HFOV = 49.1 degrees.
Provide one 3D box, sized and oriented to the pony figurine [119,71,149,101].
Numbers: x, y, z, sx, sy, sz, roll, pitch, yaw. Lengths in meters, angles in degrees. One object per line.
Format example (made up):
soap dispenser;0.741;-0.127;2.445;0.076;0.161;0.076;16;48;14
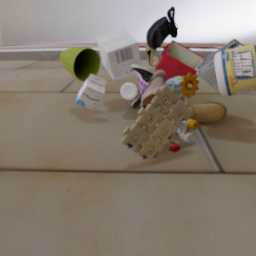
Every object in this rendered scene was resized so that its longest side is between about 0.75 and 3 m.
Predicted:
pony figurine;0.788;-1.806;12.452;1.789;1.543;1.853;37;33;6

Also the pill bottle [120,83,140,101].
pill bottle;0.122;-1.487;11.626;0.698;0.698;1.236;3;5;8

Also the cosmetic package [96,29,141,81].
cosmetic package;-0.402;-3.253;12.359;1.406;1.408;1.706;-21;43;-8

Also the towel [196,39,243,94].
towel;3.842;-2.271;10.568;1.651;1.994;0.853;34;53;-18

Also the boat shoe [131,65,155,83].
boat shoe;0.710;-1.869;10.152;1.435;0.447;0.535;24;2;-27

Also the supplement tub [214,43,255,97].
supplement tub;3.958;-1.909;8.981;2.093;1.514;1.514;-9;16;25

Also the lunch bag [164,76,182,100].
lunch bag;1.770;-1.293;11.460;0.666;1.616;1.299;42;37;21

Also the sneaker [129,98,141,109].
sneaker;0.528;-1.365;12.999;1.192;0.400;0.535;-39;29;-12

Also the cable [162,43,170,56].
cable;1.946;-3.634;13.349;1.017;0.830;0.258;-5;56;-45

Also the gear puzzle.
gear puzzle;0.957;-0.418;7.656;1.410;2.722;0.356;38;-1;-31

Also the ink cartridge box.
ink cartridge box;-1.424;-1.374;10.871;0.768;1.326;0.442;21;44;-23

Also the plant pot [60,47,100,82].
plant pot;-2.128;-2.726;11.477;1.454;1.360;1.360;28;34;37

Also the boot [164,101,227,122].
boot;2.254;-0.400;10.252;2.174;0.821;2.483;2;13;31

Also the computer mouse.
computer mouse;1.059;-3.208;9.370;0.429;1.126;1.627;22;56;35

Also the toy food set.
toy food set;1.322;0.191;8.896;1.815;0.867;0.817;-23;29;-30

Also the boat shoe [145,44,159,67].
boat shoe;0.784;-2.568;9.625;0.322;1.027;0.377;-3;-23;-25

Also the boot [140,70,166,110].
boot;0.949;-1.282;9.276;0.760;2.164;1.582;26;61;-12

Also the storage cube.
storage cube;2.139;-2.534;12.433;1.885;1.695;1.611;29;41;-4
